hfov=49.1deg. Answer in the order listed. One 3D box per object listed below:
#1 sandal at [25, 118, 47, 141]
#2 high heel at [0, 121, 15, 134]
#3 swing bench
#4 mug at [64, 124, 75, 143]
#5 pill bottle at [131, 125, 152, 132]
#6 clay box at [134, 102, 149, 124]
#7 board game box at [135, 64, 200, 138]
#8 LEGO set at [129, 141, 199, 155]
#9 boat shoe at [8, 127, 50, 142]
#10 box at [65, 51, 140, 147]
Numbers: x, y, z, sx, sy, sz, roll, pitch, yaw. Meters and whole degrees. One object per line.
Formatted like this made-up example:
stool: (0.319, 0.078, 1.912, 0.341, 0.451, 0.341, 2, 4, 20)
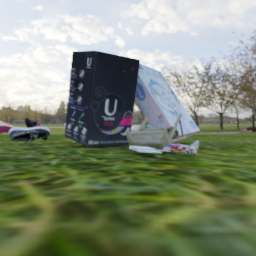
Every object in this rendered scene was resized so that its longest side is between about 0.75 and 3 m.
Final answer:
sandal: (-3.091, 0.027, 9.534, 1.229, 0.462, 0.277, 31, 42, 26)
high heel: (-4.195, 0.171, 8.881, 0.508, 0.723, 1.507, 23, 2, 12)
swing bench: (0.595, 0.156, 5.759, 0.893, 0.583, 0.898, -3, 21, 34)
mug: (-1.885, -0.020, 10.267, 0.897, 0.736, 0.718, -42, 3, -27)
pill bottle: (0.481, 0.228, 11.019, 1.178, 0.653, 0.653, 0, 0, -42)
clay box: (0.978, -0.716, 10.382, 0.557, 2.339, 1.344, -35, 0, 29)
board game box: (1.103, -0.820, 9.264, 0.591, 2.714, 2.727, -37, -14, 24)
LEGO set: (0.677, 0.328, 4.965, 1.171, 0.287, 0.875, 4, -1, -11)
boat shoe: (-2.924, 0.231, 8.439, 1.234, 0.443, 0.418, 3, 36, -39)
box: (-0.727, -0.780, 7.614, 1.457, 2.384, 1.264, -1, 12, -40)
